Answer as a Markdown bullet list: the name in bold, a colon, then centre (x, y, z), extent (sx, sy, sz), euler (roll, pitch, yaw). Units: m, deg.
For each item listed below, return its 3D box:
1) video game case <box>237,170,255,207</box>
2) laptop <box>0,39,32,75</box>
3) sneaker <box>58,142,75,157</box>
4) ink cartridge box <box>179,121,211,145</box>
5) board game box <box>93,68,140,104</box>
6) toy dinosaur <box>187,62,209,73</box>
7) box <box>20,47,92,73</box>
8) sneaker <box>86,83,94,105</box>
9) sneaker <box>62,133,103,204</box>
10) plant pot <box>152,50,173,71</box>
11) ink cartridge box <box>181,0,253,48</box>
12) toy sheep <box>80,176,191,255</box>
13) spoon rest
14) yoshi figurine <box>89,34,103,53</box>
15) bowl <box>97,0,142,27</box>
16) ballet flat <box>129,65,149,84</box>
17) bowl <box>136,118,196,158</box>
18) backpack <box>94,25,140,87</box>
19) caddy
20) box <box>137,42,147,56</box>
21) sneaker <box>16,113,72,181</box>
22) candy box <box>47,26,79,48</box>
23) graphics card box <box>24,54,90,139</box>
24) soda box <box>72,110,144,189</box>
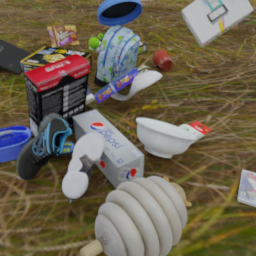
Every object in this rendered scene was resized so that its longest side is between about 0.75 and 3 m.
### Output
- **video game case**: centre (3.799, 1.779, 7.777), extent (1.333, 0.153, 1.215), euler (14, 38, 19)
- **laptop**: centre (-7.178, -3.446, 15.076), extent (2.975, 1.724, 2.785), euler (22, 32, -18)
- **sneaker**: centre (-2.209, 0.745, 8.921), extent (1.358, 0.563, 0.482), euler (-4, 60, 24)
- **ink cartridge box**: centre (2.250, 0.079, 9.756), extent (1.004, 0.251, 0.808), euler (-33, 39, -15)
- **board game box**: centre (-0.431, -1.749, 11.470), extent (1.232, 0.410, 1.833), euler (-26, 11, 43)
- **toy dinosaur**: centre (3.425, -3.037, 14.388), extent (1.419, 0.429, 0.754), euler (31, 24, 26)
- **box**: centre (-3.631, -3.377, 14.504), extent (2.861, 0.706, 2.285), euler (12, 36, 16)
- **sneaker**: centre (-1.885, -1.476, 10.832), extent (0.674, 1.226, 1.674), euler (-34, 4, -11)
- **sneaker**: centre (-1.248, 1.088, 7.573), extent (0.727, 1.096, 1.927), euler (21, 58, -2)
- **plant pot**: centre (1.828, -3.441, 14.529), extent (0.897, 0.897, 0.872), euler (-12, 46, -16)
- **ink cartridge box**: centre (3.174, -4.144, 10.247), extent (1.969, 1.438, 1.445), euler (-32, 2, 17)
- **toy sheep**: centre (0.209, 1.986, 5.945), extent (2.718, 1.874, 1.874), euler (-29, 45, -32)
- **spoon rest**: centre (0.251, -1.667, 11.448), extent (2.628, 0.797, 1.306), euler (-10, 24, 41)
- **yoshi figurine**: centre (-1.266, -4.321, 14.472), extent (1.814, 1.016, 1.020), euler (-3, 35, 14)
- **bowl**: centre (-0.360, -4.884, 11.689), extent (1.916, 0.376, 1.916), euler (-14, -5, -1)
- **ballet flat**: centre (0.495, -2.536, 13.168), extent (0.464, 0.502, 1.487), euler (19, 48, 32)
- **bowl**: centre (1.068, 0.378, 8.819), extent (1.927, 0.866, 1.927), euler (15, 12, -3)
- **backpack**: centre (-0.475, -3.293, 12.687), extent (2.007, 2.611, 2.130), euler (22, 43, 27)
- **caddy**: centre (-3.909, 0.446, 9.073), extent (1.549, 0.813, 1.095), euler (-15, 39, -20)
- **box**: centre (-0.376, -4.773, 16.580), extent (2.372, 0.525, 1.900), euler (26, 43, 31)
- **sneaker**: centre (-2.381, 0.637, 7.857), extent (0.866, 2.115, 0.774), euler (33, 6, 31)
- **candy box**: centre (-3.546, -5.039, 15.429), extent (0.511, 1.056, 1.811), euler (-4, 15, 29)
- **graphics card box**: centre (-2.217, -0.783, 8.932), extent (1.822, 2.904, 0.739), euler (-33, 63, -33)
- **soda box**: centre (-0.698, 0.578, 8.736), extent (0.914, 0.984, 2.882), euler (-21, 41, -27)
